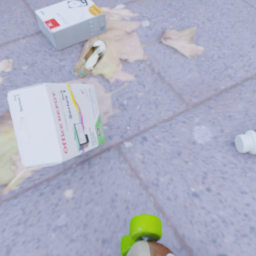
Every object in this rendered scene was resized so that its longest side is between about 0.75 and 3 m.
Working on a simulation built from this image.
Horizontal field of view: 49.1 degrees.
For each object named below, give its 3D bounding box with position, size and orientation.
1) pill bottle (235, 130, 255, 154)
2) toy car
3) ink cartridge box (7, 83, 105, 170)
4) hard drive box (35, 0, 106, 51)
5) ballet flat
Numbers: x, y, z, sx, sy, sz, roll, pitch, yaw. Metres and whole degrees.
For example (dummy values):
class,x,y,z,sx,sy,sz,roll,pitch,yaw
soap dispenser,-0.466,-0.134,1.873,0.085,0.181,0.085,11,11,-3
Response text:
class,x,y,z,sx,sy,sz,roll,pitch,yaw
pill bottle,4.272,0.432,9.085,1.414,0.783,0.783,-8,55,-5
toy car,1.240,3.509,6.275,2.776,2.190,2.280,9,47,-8
ink cartridge box,-1.802,-0.177,7.774,1.128,2.686,1.945,-10,94,19
hard drive box,-2.561,-4.805,12.678,2.534,0.973,1.975,-30,59,-19
ballet flat,-1.028,-2.237,8.676,0.587,0.634,1.797,-9,48,49
